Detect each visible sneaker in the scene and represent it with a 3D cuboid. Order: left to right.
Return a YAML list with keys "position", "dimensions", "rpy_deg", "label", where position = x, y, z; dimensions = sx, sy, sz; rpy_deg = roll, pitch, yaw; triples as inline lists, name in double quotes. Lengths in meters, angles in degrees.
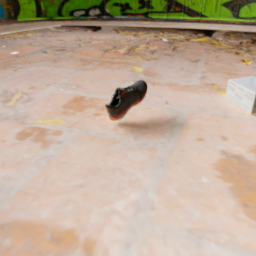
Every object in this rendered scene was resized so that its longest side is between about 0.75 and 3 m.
- position: [-0.054, -1.364, 11.676]
  dimensions: [0.926, 0.984, 2.404]
  rpy_deg: [14, 54, 41]
  label: "sneaker"

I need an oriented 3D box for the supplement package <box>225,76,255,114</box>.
- position: [5.810, -1.573, 13.094]
  dimensions: [1.485, 1.057, 1.906]
  rpy_deg: [-9, 30, -16]
  label: "supplement package"
